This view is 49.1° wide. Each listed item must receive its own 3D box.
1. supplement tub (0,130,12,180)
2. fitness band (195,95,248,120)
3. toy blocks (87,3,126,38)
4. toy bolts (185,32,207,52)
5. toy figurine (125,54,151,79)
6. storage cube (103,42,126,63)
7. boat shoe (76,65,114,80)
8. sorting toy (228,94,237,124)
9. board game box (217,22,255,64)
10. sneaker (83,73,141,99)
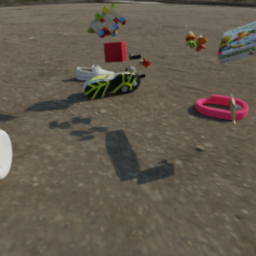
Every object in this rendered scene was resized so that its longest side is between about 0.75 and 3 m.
[{"bbox_3d":[-4.517,0.781,7.890,2.004,1.447,1.447,-1,30,-4],"label":"supplement tub"},{"bbox_3d":[3.931,-0.879,11.867,2.103,0.394,1.511,12,35,21],"label":"fitness band"},{"bbox_3d":[-0.790,-4.168,11.392,1.562,0.780,1.068,-42,72,-2],"label":"toy blocks"},{"bbox_3d":[2.605,-3.278,10.360,0.796,0.578,0.834,-13,-18,41],"label":"toy bolts"},{"bbox_3d":[0.344,-2.414,11.035,0.882,0.869,0.614,20,0,-39],"label":"toy figurine"},{"bbox_3d":[-0.576,-3.352,12.398,0.937,0.842,0.801,0,18,12],"label":"storage cube"},{"bbox_3d":[-1.772,-3.005,15.119,2.091,0.730,0.741,2,30,3],"label":"boat shoe"},{"bbox_3d":[3.166,-0.657,8.467,0.141,0.711,0.961,-5,33,14],"label":"sorting toy"},{"bbox_3d":[4.305,-3.011,9.281,2.446,0.423,1.544,-10,40,37],"label":"board game box"},{"bbox_3d":[-0.787,-2.194,13.394,2.888,1.089,1.103,-10,32,-20],"label":"sneaker"}]
